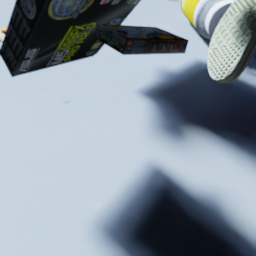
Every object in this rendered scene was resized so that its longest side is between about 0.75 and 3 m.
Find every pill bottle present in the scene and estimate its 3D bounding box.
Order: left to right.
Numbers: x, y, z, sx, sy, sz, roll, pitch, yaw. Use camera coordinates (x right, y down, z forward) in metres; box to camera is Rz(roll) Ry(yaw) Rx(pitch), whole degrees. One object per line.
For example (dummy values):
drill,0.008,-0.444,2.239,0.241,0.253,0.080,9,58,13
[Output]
pill bottle,2.934,-4.131,9.770,1.661,1.661,2.955,-4,39,-4

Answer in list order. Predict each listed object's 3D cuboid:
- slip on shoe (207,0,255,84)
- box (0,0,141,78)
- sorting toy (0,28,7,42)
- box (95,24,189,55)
slip on shoe,1.970,-1.707,4.170,2.431,0.744,0.900,-63,27,-6
box,-0.798,-1.683,4.219,1.792,2.236,0.495,-28,88,-39
sorting toy,-3.998,-3.398,10.002,1.284,0.234,1.188,-30,48,-30
box,0.178,-1.146,3.623,1.013,0.202,0.693,-11,35,-33
